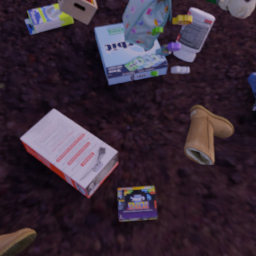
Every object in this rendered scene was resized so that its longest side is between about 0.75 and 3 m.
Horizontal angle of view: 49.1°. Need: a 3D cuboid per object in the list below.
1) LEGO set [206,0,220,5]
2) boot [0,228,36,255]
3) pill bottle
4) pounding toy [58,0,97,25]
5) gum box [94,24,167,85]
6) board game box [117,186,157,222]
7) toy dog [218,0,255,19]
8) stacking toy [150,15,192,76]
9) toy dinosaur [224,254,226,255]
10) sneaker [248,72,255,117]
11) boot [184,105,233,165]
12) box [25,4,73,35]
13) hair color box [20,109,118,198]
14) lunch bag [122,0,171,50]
[{"bbox_3d":[2.260,-4.159,7.919,1.284,0.987,0.744,34,90,39],"label":"LEGO set"},{"bbox_3d":[-3.540,2.526,7.278,1.656,0.625,1.891,-32,62,-19],"label":"boot"},{"bbox_3d":[1.404,-2.015,6.135,0.576,1.012,0.576,16,31,-10],"label":"pill bottle"},{"bbox_3d":[-1.739,-4.286,9.198,1.355,0.963,1.247,17,41,-34],"label":"pounding toy"},{"bbox_3d":[0.044,-3.002,10.854,2.236,0.586,2.631,-12,58,-8],"label":"gum box"},{"bbox_3d":[0.240,2.088,7.744,1.047,0.297,0.865,-4,56,-2],"label":"board game box"},{"bbox_3d":[3.102,-3.749,7.408,0.979,1.403,1.361,19,43,4],"label":"toy dog"},{"bbox_3d":[0.771,-1.489,5.324,0.298,1.270,0.958,0,96,-21],"label":"stacking toy"},{"bbox_3d":[2.092,3.791,6.423,1.234,0.782,1.821,-26,74,-6],"label":"toy dinosaur"},{"bbox_3d":[4.590,-0.903,9.302,1.065,0.938,2.388,-10,58,-10],"label":"sneaker"},{"bbox_3d":[2.034,0.304,6.984,1.410,0.533,1.610,27,43,-9],"label":"boot"},{"bbox_3d":[-3.452,-4.730,12.060,1.887,0.450,1.150,-20,59,-14],"label":"box"},{"bbox_3d":[-1.726,0.704,8.333,2.564,0.820,1.422,32,62,21],"label":"hair color box"},{"bbox_3d":[0.545,-3.125,7.375,0.969,1.589,1.353,15,45,-22],"label":"lunch bag"}]
